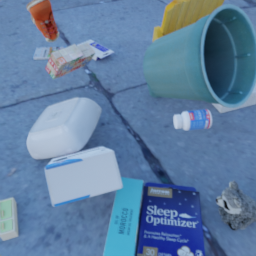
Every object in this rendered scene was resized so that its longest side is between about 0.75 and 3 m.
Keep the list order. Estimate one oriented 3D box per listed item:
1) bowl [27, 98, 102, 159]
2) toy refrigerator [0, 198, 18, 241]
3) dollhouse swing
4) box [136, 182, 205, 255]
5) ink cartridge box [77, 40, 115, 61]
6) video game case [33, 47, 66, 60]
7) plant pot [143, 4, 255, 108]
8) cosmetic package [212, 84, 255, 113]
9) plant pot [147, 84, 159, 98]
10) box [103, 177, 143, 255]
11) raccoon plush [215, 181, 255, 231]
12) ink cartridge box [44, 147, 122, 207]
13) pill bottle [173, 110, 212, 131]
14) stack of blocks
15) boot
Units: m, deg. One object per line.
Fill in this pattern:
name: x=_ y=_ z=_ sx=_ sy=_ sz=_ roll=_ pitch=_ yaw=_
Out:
bowl: x=-2.375 y=-0.115 z=9.928 sx=2.463 sy=0.921 sz=2.466 roll=-12 pitch=38 yaw=27
toy refrigerator: x=-3.472 y=2.606 z=8.101 sx=0.427 sy=0.394 sz=1.125 roll=-13 pitch=45 yaw=-14
dollhouse swing: x=2.573 y=-3.384 z=10.556 sx=2.672 sy=2.428 sz=2.349 roll=-17 pitch=1 yaw=-7
box: x=1.199 y=2.572 z=7.925 sx=1.716 sy=0.459 sz=2.833 roll=5 pitch=37 yaw=5
ink cartridge box: x=-1.775 y=-4.204 z=15.329 sx=0.997 sy=0.391 sz=2.106 roll=-34 pitch=50 yaw=-31
video game case: x=-4.296 y=-4.125 z=15.409 sx=1.666 sy=0.148 sz=1.192 roll=-3 pitch=43 yaw=-3
plant pot: x=2.128 y=-2.035 z=8.909 sx=2.833 sy=2.833 sz=2.775 roll=-33 pitch=22 yaw=-30
cosmetic package: x=4.669 y=-1.427 z=12.114 sx=2.113 sy=0.782 sz=1.074 roll=-15 pitch=45 yaw=-12
plant pot: x=1.284 y=-1.877 z=12.473 sx=0.969 sy=0.911 sz=0.969 roll=0 pitch=43 yaw=0
box: x=-0.134 y=2.828 z=7.281 sx=0.717 sy=1.200 sz=2.917 roll=8 pitch=44 yaw=5
raccoon plush: x=3.467 y=2.037 z=7.972 sx=2.076 sy=1.391 sz=1.004 roll=-13 pitch=45 yaw=-13
ink cartridge box: x=-1.304 y=1.257 z=8.009 sx=1.776 sy=1.034 sz=2.456 roll=-13 pitch=1 yaw=-11
pill bottle: x=1.585 y=-0.183 z=6.935 sx=0.855 sy=0.480 sz=0.480 roll=-6 pitch=44 yaw=-6
stack of blocks: x=-2.243 y=-2.762 z=11.195 sx=1.930 sy=1.111 sz=0.565 roll=-36 pitch=88 yaw=-37
boot: x=-3.131 y=-4.122 z=10.762 sx=0.915 sy=1.307 sz=2.438 roll=-31 pitch=6 yaw=-9
